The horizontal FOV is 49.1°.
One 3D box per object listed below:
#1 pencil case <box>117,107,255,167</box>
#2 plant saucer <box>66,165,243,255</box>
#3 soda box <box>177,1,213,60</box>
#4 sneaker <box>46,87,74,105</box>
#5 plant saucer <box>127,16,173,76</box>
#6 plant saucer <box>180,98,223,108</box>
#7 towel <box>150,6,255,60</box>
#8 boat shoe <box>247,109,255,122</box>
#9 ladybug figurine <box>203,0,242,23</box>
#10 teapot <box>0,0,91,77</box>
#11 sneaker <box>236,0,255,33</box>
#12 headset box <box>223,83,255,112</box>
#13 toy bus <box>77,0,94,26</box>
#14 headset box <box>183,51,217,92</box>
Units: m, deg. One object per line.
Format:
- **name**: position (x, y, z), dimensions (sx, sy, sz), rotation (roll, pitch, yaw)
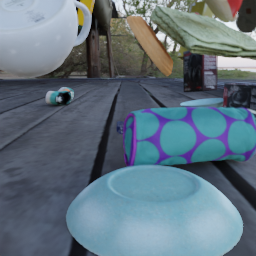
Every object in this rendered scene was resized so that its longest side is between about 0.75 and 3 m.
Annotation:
- **pencil case**: position (1.089, 0.193, 5.089), dimensions (2.456, 1.135, 1.045), rotation (-3, 45, -17)
- **plant saucer**: position (0.312, 0.864, 3.562), dimensions (2.173, 0.418, 2.173), rotation (1, 12, 0)
- **soda box**: position (2.353, -3.288, 9.675), dimensions (0.627, 1.957, 0.663), rotation (14, -1, -43)
- **sneaker**: position (-3.074, -1.492, 13.725), dimensions (0.893, 0.798, 2.236), rotation (11, 17, 13)
- **plant saucer**: position (0.494, -1.690, 5.639), dimensions (0.264, 1.413, 1.413), rotation (-33, 2, 19)
- **plant saucer**: position (3.090, -0.910, 11.493), dimensions (1.849, 0.356, 1.849), rotation (-8, 11, 2)
- **towel**: position (1.514, -1.963, 5.692), dimensions (1.694, 0.417, 2.283), rotation (2, 33, -19)
- **boat shoe**: position (3.856, -0.061, 7.902), dimensions (0.525, 0.557, 1.552), rotation (-45, 40, -18)
- **ladybug figurine**: position (1.440, -2.587, 4.836), dimensions (0.600, 1.668, 1.132), rotation (-36, 18, 24)
- **teapot**: position (-2.097, -1.951, 6.064), dimensions (2.355, 1.720, 2.325), rotation (0, 55, 1)
- **sneaker**: position (3.693, -3.754, 8.385), dimensions (0.665, 0.944, 1.777), rotation (14, -21, 24)
- **headset box**: position (4.152, -0.974, 10.091), dimensions (0.629, 1.212, 1.629), rotation (-9, 14, -36)
- **toy bus**: position (-1.392, -4.035, 9.276), dimensions (0.411, 1.264, 0.495), rotation (15, 16, -4)
- **headset box**: position (2.021, -1.698, 7.918), dimensions (0.511, 1.322, 0.984), rotation (-5, 7, -20)
